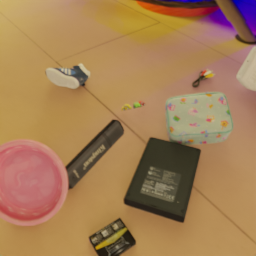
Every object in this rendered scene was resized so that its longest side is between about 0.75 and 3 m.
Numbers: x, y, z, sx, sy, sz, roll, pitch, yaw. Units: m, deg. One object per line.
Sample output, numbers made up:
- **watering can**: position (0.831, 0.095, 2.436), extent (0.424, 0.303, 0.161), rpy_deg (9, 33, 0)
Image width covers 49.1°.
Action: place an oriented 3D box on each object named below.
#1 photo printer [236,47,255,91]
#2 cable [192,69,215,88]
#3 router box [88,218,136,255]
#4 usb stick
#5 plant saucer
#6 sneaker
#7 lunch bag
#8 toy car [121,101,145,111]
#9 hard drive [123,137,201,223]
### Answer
- **photo printer**: position (5.438, -2.425, 11.906), extent (1.325, 1.592, 0.553), rpy_deg (23, 11, -22)
- **cable**: position (3.301, -2.303, 12.707), extent (1.311, 0.330, 0.637), rpy_deg (-30, 53, -25)
- **router box**: position (-0.433, 3.075, 7.623), extent (1.042, 0.272, 0.819), rpy_deg (-25, 51, -22)
- **usb stick**: position (-1.159, 0.819, 9.208), extent (0.462, 0.786, 2.835), rpy_deg (23, 57, 37)
- **plant saucer**: position (-2.892, 1.523, 8.035), extent (2.460, 2.460, 0.623), rpy_deg (3, 7, 3)
- **sneaker**: position (-2.618, -2.457, 12.608), extent (1.833, 0.738, 1.342), rpy_deg (21, 47, 20)
- **lunch bag**: position (2.528, -0.377, 10.141), extent (2.327, 0.897, 1.867), rpy_deg (-5, 60, 3)
- **toy car**: position (0.271, -0.872, 10.816), extent (1.013, 0.226, 0.953), rpy_deg (-15, 6, -12)
- **hard drive**: position (1.168, 1.497, 8.910), extent (1.838, 0.433, 2.634), rpy_deg (13, 48, 16)
